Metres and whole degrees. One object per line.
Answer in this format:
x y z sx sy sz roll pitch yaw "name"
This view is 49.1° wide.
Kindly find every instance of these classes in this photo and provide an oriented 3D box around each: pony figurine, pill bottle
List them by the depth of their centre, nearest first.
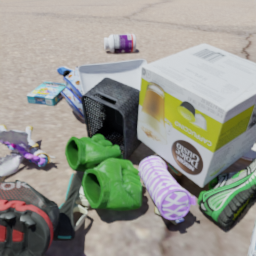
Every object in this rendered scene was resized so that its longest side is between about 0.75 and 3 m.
-3.034 0.509 7.779 1.614 1.392 1.672 4 25 -45 "pony figurine"
-0.497 -5.106 16.960 1.865 1.048 1.048 -5 32 -8 "pill bottle"

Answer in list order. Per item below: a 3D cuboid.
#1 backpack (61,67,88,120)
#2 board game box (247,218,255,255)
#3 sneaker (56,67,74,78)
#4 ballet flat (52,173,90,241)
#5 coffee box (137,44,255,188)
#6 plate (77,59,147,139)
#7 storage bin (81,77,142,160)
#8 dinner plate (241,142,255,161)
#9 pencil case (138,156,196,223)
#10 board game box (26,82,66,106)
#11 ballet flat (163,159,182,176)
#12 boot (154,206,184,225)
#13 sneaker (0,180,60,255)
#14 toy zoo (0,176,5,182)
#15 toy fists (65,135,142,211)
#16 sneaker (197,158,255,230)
-1.593 -1.226 10.041 1.414 1.749 1.836 -39 44 -17 "backpack"
3.229 2.331 5.648 1.330 0.365 2.107 17 36 24 "board game box"
-3.112 -2.698 13.679 1.106 0.424 0.615 17 27 14 "sneaker"
-1.219 1.770 6.312 0.675 0.671 1.973 16 28 -2 "ballet flat"
1.809 -0.412 6.805 2.249 2.224 2.246 -27 48 -32 "coffee box"
-0.291 -0.945 9.339 2.499 2.504 0.405 -12 -1 -23 "plate"
-0.382 -0.190 7.865 1.402 2.074 0.972 25 52 24 "storage bin"
3.742 0.581 8.640 1.608 0.195 1.608 0 33 0 "dinner plate"
0.807 1.291 6.406 0.782 0.768 1.830 -20 24 -8 "pencil case"
-3.332 -1.466 11.768 1.149 0.357 1.521 7 33 12 "board game box"
2.211 0.708 8.013 2.617 0.923 0.854 -19 69 -21 "ballet flat"
1.078 1.830 6.535 0.646 0.301 0.836 23 43 33 "boot"
-2.572 1.483 5.082 2.930 1.036 1.431 10 8 8 "sneaker"
-3.955 1.152 7.758 1.254 0.128 0.823 2 32 1 "toy zoo"
-0.548 1.004 6.970 1.339 0.903 2.627 14 20 -37 "toy fists"
2.584 1.306 6.724 2.362 0.922 1.006 -27 43 -35 "sneaker"
